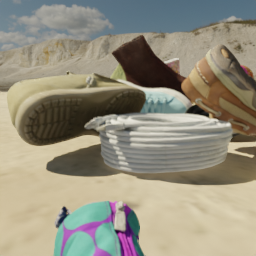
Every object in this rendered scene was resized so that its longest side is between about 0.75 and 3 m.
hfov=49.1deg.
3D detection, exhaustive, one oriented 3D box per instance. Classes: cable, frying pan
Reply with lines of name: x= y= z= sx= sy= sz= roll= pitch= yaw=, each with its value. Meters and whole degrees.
cable: x=0.513 y=0.155 z=4.014 sx=1.839 sy=0.637 sz=1.838 roll=3 pitch=7 yaw=17
frying pan: x=2.321 y=-0.256 z=5.971 sx=2.253 sy=0.367 sz=1.363 roll=-9 pitch=33 yaw=-5

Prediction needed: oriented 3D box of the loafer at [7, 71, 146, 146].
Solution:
loafer: x=-0.717 y=-0.457 z=4.808 sx=1.006 sy=1.115 sz=2.947 roll=40 pitch=23 yaw=25

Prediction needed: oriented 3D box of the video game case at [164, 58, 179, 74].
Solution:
video game case: x=1.298 y=-1.435 z=9.794 sx=1.248 sy=1.742 sz=0.157 roll=-24 pitch=36 yaw=-28

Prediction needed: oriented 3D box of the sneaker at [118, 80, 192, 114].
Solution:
sneaker: x=0.298 y=-0.538 z=7.416 sx=2.729 sy=1.009 sz=1.118 roll=16 pitch=32 yaw=30

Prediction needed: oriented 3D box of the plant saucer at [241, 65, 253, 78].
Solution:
plant saucer: x=3.111 y=-1.224 z=9.206 sx=2.056 sy=2.056 sz=0.332 roll=-5 pitch=50 yaw=-31

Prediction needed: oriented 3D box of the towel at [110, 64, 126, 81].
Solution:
towel: x=0.182 y=-1.634 z=11.138 sx=2.033 sy=0.500 sz=2.741 roll=15 pitch=49 yaw=6

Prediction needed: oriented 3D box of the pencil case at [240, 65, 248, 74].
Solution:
pencil case: x=2.495 y=-1.156 z=7.369 sx=0.860 sy=0.860 sz=1.945 roll=7 pitch=23 yaw=39

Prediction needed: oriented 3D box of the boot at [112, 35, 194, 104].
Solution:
boot: x=0.890 y=-1.660 z=8.295 sx=2.734 sy=2.275 sz=0.989 roll=-7 pitch=32 yaw=45

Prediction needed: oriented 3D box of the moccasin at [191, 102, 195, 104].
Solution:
moccasin: x=1.608 y=-0.483 z=7.649 sx=1.322 sy=0.510 sz=0.484 roll=26 pitch=42 yaw=15

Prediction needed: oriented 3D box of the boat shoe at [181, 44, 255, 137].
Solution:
boat shoe: x=1.795 y=-0.369 z=4.688 sx=0.906 sy=0.955 sz=2.523 roll=-36 pitch=-49 yaw=28

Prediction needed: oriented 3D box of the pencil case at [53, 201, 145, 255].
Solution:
pencil case: x=-0.047 y=0.673 z=1.030 sx=0.470 sy=0.510 sz=1.103 roll=20 pitch=5 yaw=-17
